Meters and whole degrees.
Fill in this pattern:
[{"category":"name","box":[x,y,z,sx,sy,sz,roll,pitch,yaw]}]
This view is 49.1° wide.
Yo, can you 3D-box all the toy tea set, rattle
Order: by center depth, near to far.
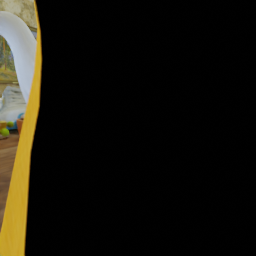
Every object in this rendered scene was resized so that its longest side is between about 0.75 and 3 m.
[{"category":"rattle","box":[-0.215,0.247,1.001,1.126,1.236,1.730,-22,18,-6]},{"category":"toy tea set","box":[-2.692,-0.151,5.019,1.385,0.862,2.328,7,10,43]}]

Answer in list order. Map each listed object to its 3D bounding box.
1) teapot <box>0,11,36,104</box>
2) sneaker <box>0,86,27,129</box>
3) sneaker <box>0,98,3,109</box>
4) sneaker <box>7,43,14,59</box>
[{"category":"teapot","box":[0.192,-0.638,3.861,2.888,2.137,2.926,6,9,35]},{"category":"sneaker","box":[-2.824,-0.528,7.143,1.014,1.071,2.651,-2,8,-27]},{"category":"sneaker","box":[-4.716,-0.698,9.080,1.416,0.903,2.451,2,6,35]},{"category":"sneaker","box":[-2.578,-1.907,6.913,1.902,0.782,0.703,40,8,34]}]
